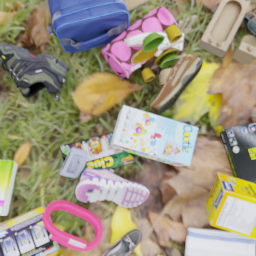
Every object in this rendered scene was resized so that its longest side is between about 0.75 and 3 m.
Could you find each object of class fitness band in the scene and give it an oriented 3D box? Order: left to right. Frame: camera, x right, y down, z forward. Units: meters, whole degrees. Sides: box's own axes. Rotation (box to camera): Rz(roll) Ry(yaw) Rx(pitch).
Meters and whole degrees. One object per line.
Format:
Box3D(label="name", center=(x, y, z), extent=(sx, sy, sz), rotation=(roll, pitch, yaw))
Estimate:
Box3D(label="fitness band", center=(-1.599, 2.825, 8.145), extent=(1.857, 1.334, 0.348), rotation=(28, 113, -9))

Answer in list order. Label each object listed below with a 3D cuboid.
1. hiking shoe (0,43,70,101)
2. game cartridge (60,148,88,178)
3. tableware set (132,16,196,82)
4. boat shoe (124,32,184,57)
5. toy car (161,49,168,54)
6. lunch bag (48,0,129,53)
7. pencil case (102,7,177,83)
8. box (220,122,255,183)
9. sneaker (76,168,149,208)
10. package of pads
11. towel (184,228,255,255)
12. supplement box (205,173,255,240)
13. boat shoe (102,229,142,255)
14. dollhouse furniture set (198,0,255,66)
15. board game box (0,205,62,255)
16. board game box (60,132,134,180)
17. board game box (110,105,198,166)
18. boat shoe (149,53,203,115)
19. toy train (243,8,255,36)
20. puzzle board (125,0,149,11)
Box3D(label="hiking shoe", center=(-3.536, -1.822, 9.338), extent=(2.984, 1.130, 1.502), rotation=(14, 83, 11))
Box3D(label="game cartridge", center=(-1.601, 1.064, 8.427), extent=(0.612, 0.188, 0.920), rotation=(21, 101, -31))
Box3D(label="tableware set", center=(0.980, -2.182, 8.566), extent=(1.906, 2.829, 0.434), rotation=(-25, 81, -13))
Box3D(label="boat shoe", center=(0.894, -2.650, 8.912), extent=(2.093, 0.741, 0.725), rotation=(-11, 103, -21))
Box3D(label="toy car", center=(1.588, -2.874, 9.927), extent=(1.177, 0.577, 0.392), rotation=(-46, 110, -4))
Box3D(label="lunch bag", center=(-1.367, -3.688, 9.399), extent=(2.754, 1.871, 1.822), rotation=(-17, 77, -2))
Box3D(label="pencil case", center=(0.515, -2.898, 9.583), extent=(2.785, 1.264, 1.304), rotation=(-43, 52, -9))
Box3D(label="box", center=(4.194, 0.752, 9.088), extent=(1.929, 0.458, 1.863), rotation=(-13, 76, -3))
Box3D(label="sneaker", center=(-0.461, 1.729, 8.530), extent=(2.303, 1.018, 0.926), rotation=(14, 116, -20))
Box3D(label="package of pads", center=(-4.284, 1.810, 8.699), extent=(1.290, 0.569, 1.670), rotation=(3, 71, 6))
Box3D(label="towel", center=(2.713, 4.514, 8.256), extent=(2.155, 0.349, 2.934), rotation=(6, 77, 2))
Box3D(label="supplement box", center=(3.530, 2.352, 8.139), extent=(2.159, 1.182, 1.175), rotation=(17, 107, 4))
Box3D(label="boat shoe", center=(-0.204, 3.650, 8.400), extent=(1.586, 0.452, 0.530), rotation=(-36, 79, -8))
Box3D(label="dollhouse furniture set", center=(4.442, -3.711, 9.154), extent=(2.910, 2.371, 2.767), rotation=(28, 78, 6))
Box3D(label="board game box", center=(-3.075, 3.346, 8.463), extent=(1.705, 0.483, 1.409), rotation=(-22, 76, -5))
Box3D(label="board game box", center=(-1.020, 0.859, 9.177), extent=(2.214, 0.260, 1.160), rotation=(-16, 79, -4))
Box3D(label="board game box", center=(0.737, 0.311, 8.619), extent=(2.324, 1.197, 1.219), rotation=(17, 79, -5))
Box3D(label="boat shoe", center=(1.489, -1.545, 9.452), extent=(0.934, 0.957, 2.529), rotation=(37, 72, 13))
Box3D(label="toy train", center=(4.732, -3.529, 9.281), extent=(1.279, 2.244, 0.956), rotation=(-37, 118, 25))
Box3D(label="puzzle board", center=(-0.155, -5.267, 10.677), extent=(1.356, 0.157, 1.800), rotation=(-30, 78, -6))
